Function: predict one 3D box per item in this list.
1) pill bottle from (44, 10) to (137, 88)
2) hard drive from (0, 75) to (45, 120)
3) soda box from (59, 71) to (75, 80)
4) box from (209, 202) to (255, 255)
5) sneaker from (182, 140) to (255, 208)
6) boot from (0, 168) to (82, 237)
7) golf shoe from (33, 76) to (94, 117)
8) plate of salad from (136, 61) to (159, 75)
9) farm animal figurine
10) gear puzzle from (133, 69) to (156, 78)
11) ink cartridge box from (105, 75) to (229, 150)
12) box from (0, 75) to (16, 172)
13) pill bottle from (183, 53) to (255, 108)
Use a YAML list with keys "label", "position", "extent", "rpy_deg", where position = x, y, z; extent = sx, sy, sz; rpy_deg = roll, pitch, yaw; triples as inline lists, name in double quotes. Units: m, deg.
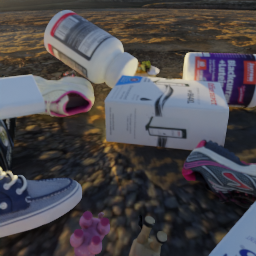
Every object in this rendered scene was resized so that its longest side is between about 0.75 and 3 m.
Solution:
- label: "pill bottle"
  position: [-1.133, -2.370, 8.816]
  extent: [2.773, 1.535, 1.535]
  rpy_deg: [36, 38, 13]
- label: "hard drive"
  position: [-2.717, -0.496, 5.048]
  extent: [2.145, 0.286, 1.415]
  rpy_deg: [-13, 34, -21]
- label: "soda box"
  position: [-2.427, -2.045, 11.219]
  extent: [0.316, 0.283, 0.894]
  rpy_deg: [6, 27, 13]
- label: "box"
  position: [1.881, 1.872, 2.823]
  extent: [1.915, 1.092, 2.082]
  rpy_deg: [24, 37, 39]
- label: "sneaker"
  position: [1.949, 1.034, 4.918]
  extent: [0.795, 0.859, 2.130]
  rpy_deg: [-46, 46, -17]
- label: "boot"
  position: [-1.937, 0.966, 4.283]
  extent: [2.526, 1.141, 0.919]
  rpy_deg: [-15, 17, -32]
- label: "golf shoe"
  position: [-2.390, -0.848, 8.119]
  extent: [2.938, 1.106, 1.344]
  rpy_deg: [-9, 32, -15]
- label: "plate of salad"
  position: [0.397, -2.549, 12.008]
  extent: [1.897, 0.456, 1.897]
  rpy_deg: [1, 28, 0]
- label: "farm animal figurine"
  position: [-0.423, 2.010, 2.714]
  extent: [2.174, 1.134, 2.150]
  rpy_deg: [-3, 39, -22]
- label: "gear puzzle"
  position: [0.530, -1.693, 10.387]
  extent: [1.284, 0.325, 2.479]
  rpy_deg: [0, 31, -16]
- label: "ink cartridge box"
  position: [0.992, -0.460, 7.208]
  extent: [2.772, 1.169, 2.024]
  rpy_deg: [5, 28, 9]
- label: "box"
  position: [-3.854, 0.092, 5.631]
  extent: [2.773, 1.194, 2.271]
  rpy_deg: [-9, 37, -10]
- label: "pill bottle"
  position: [3.193, -1.459, 8.626]
  extent: [2.904, 1.618, 1.618]
  rpy_deg: [3, 28, 7]
